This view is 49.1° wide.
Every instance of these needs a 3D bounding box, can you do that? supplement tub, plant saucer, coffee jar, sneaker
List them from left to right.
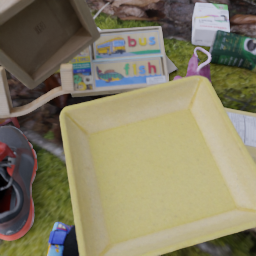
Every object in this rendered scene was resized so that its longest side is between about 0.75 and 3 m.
[{"bbox_3d":[-2.695,0.950,6.325,1.104,1.173,2.865,-16,57,-11],"label":"sneaker"},{"bbox_3d":[0.379,0.498,3.883,2.332,0.565,2.332,-15,57,-3],"label":"plant saucer"},{"bbox_3d":[2.325,0.730,5.898,2.973,2.150,2.150,12,56,7],"label":"supplement tub"},{"bbox_3d":[3.577,-2.385,8.812,1.926,0.822,1.004,16,70,11],"label":"coffee jar"}]

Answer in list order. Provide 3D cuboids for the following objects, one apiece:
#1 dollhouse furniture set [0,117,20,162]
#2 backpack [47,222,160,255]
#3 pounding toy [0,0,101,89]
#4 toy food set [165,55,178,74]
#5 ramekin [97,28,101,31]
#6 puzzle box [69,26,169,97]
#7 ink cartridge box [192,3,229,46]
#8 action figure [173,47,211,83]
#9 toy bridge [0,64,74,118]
[{"bbox_3d":[-3.366,0.262,6.664,1.456,1.100,2.705,-22,51,-14],"label":"dollhouse furniture set"},{"bbox_3d":[-0.506,2.956,4.415,1.665,2.260,2.475,4,65,14],"label":"backpack"},{"bbox_3d":[-2.563,-2.495,6.029,2.810,2.587,1.998,-38,69,-3],"label":"pounding toy"},{"bbox_3d":[1.029,-1.875,8.866,0.928,0.280,0.666,-31,73,-18],"label":"toy food set"},{"bbox_3d":[-1.394,-2.783,9.216,1.354,0.660,1.354,0,56,0],"label":"ramekin"},{"bbox_3d":[-0.319,-2.014,8.396,2.902,0.369,1.930,-6,79,-3],"label":"puzzle box"},{"bbox_3d":[2.864,-3.613,9.781,1.136,0.659,1.569,7,56,5],"label":"ink cartridge box"},{"bbox_3d":[1.906,-1.361,7.997,1.069,1.188,1.596,32,47,13],"label":"action figure"},{"bbox_3d":[-1.911,-0.524,4.203,2.190,0.736,0.298,-6,29,-10],"label":"toy bridge"}]
